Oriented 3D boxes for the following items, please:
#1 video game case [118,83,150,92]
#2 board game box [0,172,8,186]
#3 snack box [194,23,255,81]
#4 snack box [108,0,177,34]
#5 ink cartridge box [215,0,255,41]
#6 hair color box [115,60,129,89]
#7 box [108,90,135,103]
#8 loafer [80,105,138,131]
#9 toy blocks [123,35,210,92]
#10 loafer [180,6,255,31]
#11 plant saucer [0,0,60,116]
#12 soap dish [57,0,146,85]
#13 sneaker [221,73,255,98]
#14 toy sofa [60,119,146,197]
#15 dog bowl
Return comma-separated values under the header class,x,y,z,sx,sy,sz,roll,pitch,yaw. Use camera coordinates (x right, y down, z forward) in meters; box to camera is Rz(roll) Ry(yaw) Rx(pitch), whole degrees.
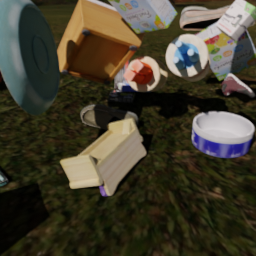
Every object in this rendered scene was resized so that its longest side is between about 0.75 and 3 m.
class,x,y,z,sx,sy,sz,roll,pitch,yaw
video game case,0.264,-1.778,12.281,1.260,0.286,1.142,0,14,-9
board game box,-3.525,1.252,7.020,0.660,0.137,0.976,-22,35,-36
snack box,3.421,-2.697,9.635,1.545,2.173,0.576,-23,53,28
snack box,0.209,-2.905,6.413,0.501,1.479,1.248,-57,32,-10
ink cartridge box,2.939,-2.924,7.585,0.376,0.895,0.651,15,31,-49
hair color box,-0.275,-2.831,13.693,0.687,1.192,2.149,1,28,3
box,-0.257,-1.344,11.890,1.006,0.223,0.806,4,28,8
loafer,-0.686,-0.296,9.318,1.993,0.750,0.694,6,24,11
toy blocks,0.961,-1.681,7.641,2.437,1.062,2.924,-12,3,19
loafer,3.081,-3.649,9.741,2.560,0.920,0.805,8,60,16
plant saucer,-2.093,-1.627,6.315,0.367,2.678,2.678,-5,27,7
soap dish,-0.894,-2.390,8.364,2.033,2.583,1.049,12,62,-25
sneaker,3.039,-1.031,7.899,0.386,0.590,1.021,23,26,-49
toy sofa,-0.533,0.749,7.325,0.973,1.146,2.349,-13,18,34
dog bowl,2.831,0.166,8.500,1.742,0.686,1.742,0,28,0
